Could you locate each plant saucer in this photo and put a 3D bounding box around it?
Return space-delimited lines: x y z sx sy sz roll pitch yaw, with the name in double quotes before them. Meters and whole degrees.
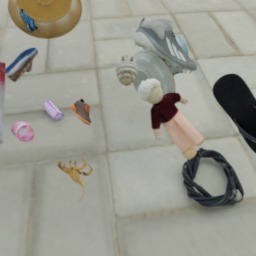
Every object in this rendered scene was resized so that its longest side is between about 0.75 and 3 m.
"plant saucer" 0.609 -1.439 8.732 0.481 1.916 1.916 -33 56 -27
"plant saucer" -2.847 -4.293 9.614 2.517 0.446 2.517 2 76 -10

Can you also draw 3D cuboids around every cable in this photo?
"cable" 2.603 1.568 9.048 1.750 0.545 2.144 -10 51 -2

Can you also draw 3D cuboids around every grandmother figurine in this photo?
"grandmother figurine" 0.986 -0.300 6.488 0.638 2.107 1.278 -11 38 52

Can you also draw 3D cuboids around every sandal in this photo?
"sandal" 2.875 -0.100 6.358 2.609 0.992 0.559 48 28 10

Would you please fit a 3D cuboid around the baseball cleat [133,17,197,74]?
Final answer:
"baseball cleat" 1.228 -2.347 7.799 2.140 1.139 0.746 19 20 -24

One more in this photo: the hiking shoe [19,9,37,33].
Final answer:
"hiking shoe" -3.213 -3.483 9.042 0.333 0.768 0.286 -24 18 -2

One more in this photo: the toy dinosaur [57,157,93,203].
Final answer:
"toy dinosaur" -1.060 1.054 6.059 0.666 0.379 1.253 -45 48 -11

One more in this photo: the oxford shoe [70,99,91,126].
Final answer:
"oxford shoe" -1.058 -0.401 6.585 0.364 0.357 1.003 -45 42 3

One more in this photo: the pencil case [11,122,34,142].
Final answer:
"pencil case" -2.872 0.098 7.588 0.487 0.487 1.115 -28 19 -23

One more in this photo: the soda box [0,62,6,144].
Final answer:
"soda box" -3.771 -0.659 7.579 0.707 0.781 2.230 3 81 -32

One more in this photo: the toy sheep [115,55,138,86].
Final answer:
"toy sheep" -0.026 -1.405 6.785 0.611 0.611 0.886 5 67 4

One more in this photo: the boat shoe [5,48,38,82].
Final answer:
"boat shoe" -3.518 -2.129 9.428 0.526 0.527 1.455 19 59 35

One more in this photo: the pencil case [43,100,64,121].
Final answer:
"pencil case" -2.972 -0.687 11.042 0.410 0.418 0.978 -33 55 -28

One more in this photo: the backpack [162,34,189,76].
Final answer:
"backpack" 1.512 -2.650 9.680 1.095 1.428 1.256 -20 54 16
